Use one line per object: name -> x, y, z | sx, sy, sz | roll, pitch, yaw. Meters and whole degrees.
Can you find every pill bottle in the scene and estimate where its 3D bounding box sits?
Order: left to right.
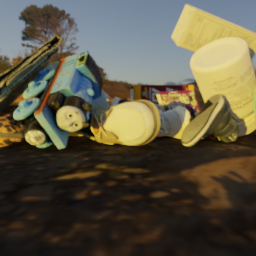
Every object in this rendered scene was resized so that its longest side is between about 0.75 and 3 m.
pill bottle -> 2.732, -1.001, 7.564 | 1.428, 2.497, 1.428 | -21, 36, 16

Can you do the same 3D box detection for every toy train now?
toy train -> -1.469, -0.693, 6.375 | 1.576, 1.196, 2.759 | -19, 34, 14

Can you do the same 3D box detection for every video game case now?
video game case -> 1.502, -0.401, 8.030 | 0.266, 1.347, 1.486 | -29, 18, -24

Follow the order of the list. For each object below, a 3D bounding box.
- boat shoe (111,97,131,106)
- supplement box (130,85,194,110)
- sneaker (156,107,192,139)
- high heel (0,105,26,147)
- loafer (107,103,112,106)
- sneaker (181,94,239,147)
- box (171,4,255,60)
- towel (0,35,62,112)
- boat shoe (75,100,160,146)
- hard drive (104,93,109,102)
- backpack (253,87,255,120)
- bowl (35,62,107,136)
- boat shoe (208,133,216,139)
boat shoe -> 0.073, -0.337, 8.774 | 0.801, 1.004, 2.655 | 15, 4, 10
supplement box -> 1.372, -1.023, 12.482 | 2.465, 1.659, 2.499 | 0, 6, -3
sneaker -> 0.897, -0.065, 7.680 | 0.961, 0.891, 2.372 | -12, 4, -21
high heel -> -2.657, -0.009, 7.137 | 1.808, 0.906, 2.537 | 12, 11, 24
loafer -> -0.514, -0.562, 10.189 | 0.712, 0.622, 1.979 | 3, 0, -14
sneaker -> 1.988, 0.125, 6.592 | 1.559, 1.127, 0.593 | -47, 25, -20
box -> 2.490, -2.544, 7.937 | 2.243, 1.065, 0.872 | 17, 29, -16
towel -> -2.902, -1.054, 7.274 | 2.625, 0.453, 2.527 | -29, 19, 51
boat shoe -> -0.395, -0.042, 6.492 | 0.960, 1.049, 2.806 | -9, 1, -32
hard drive -> -2.361, -1.602, 12.694 | 1.828, 0.370, 2.772 | -20, -28, 24
backpack -> 4.095, -0.599, 6.328 | 2.341, 2.078, 1.762 | -7, -1, 13
bowl -> -1.862, -0.679, 8.383 | 2.304, 2.304, 1.240 | -6, -18, -47
boat shoe -> 2.106, 0.031, 7.346 | 0.280, 0.779, 0.263 | 12, 52, 40
